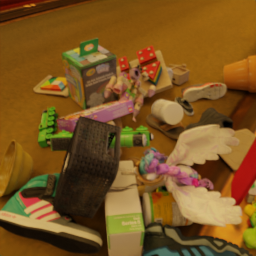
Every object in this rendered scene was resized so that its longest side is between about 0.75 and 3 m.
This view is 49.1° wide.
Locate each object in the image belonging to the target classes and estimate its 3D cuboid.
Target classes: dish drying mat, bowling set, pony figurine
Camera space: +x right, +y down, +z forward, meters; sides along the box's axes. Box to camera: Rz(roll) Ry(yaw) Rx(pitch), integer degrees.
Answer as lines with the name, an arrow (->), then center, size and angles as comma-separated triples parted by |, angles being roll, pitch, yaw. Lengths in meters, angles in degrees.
dish drying mat -> 3.398, 0.882, 7.559 | 0.271, 2.982, 1.145 | 16, 40, 7
bowling set -> -1.018, 0.518, 9.581 | 1.662, 1.282, 2.389 | -11, 13, 15
pony figurine -> 1.293, 1.264, 7.150 | 2.708, 2.806, 2.336 | -1, 73, 5

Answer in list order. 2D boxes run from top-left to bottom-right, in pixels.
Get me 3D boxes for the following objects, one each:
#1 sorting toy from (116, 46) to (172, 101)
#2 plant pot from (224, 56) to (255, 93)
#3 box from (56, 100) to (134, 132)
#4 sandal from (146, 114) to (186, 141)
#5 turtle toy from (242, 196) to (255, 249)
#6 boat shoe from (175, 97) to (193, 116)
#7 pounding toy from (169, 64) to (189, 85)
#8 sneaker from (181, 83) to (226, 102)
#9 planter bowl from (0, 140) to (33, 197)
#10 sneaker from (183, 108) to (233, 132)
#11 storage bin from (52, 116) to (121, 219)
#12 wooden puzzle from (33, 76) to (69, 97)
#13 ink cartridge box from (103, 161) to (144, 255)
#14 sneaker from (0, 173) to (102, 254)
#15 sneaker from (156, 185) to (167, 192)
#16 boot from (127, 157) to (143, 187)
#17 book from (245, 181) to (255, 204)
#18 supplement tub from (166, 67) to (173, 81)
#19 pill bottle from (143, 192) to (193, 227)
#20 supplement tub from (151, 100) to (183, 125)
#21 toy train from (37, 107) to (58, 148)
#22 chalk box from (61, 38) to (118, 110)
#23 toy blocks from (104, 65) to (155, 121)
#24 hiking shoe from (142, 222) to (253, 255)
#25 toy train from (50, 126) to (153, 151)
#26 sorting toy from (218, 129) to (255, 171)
sorting toy -> 0.524, -2.474, 12.565 | 2.335, 0.812, 2.321 | -19, 53, 11
plant pot -> 5.323, -2.450, 13.146 | 1.529, 1.670, 1.670 | -3, 35, 23
box -> -1.161, -0.440, 9.853 | 2.325, 0.455, 1.591 | -21, 13, -29
sandal -> 1.621, -0.141, 10.822 | 2.207, 0.596, 0.886 | 28, 46, 31
turtle toy -> 3.540, 2.496, 7.284 | 1.523, 0.770, 1.110 | -29, 46, -31
boat shoe -> 2.461, -1.053, 12.109 | 0.469, 0.462, 1.302 | -15, 40, -18
pounding toy -> 2.500, -2.771, 14.211 | 1.181, 0.615, 1.344 | 29, 44, 34
sneaker -> 3.420, -1.784, 12.822 | 2.118, 0.816, 0.867 | -6, 32, -9
planter bowl -> -3.373, 1.284, 8.542 | 0.722, 1.734, 1.734 | 18, 27, -32
sneaker -> 2.704, 0.244, 9.674 | 1.163, 0.973, 2.562 | 28, 57, 35
storage bin -> -1.029, 0.993, 6.747 | 1.044, 2.227, 1.505 | 15, 43, -13
wooden puzzle -> -3.432, -2.093, 13.563 | 1.740, 0.324, 1.610 | 11, 39, 13
ink cartridge box -> -0.166, 2.043, 7.138 | 0.836, 1.448, 1.991 | -4, 45, -5
sneaker -> -1.838, 2.140, 7.477 | 2.910, 1.217, 1.757 | 10, 49, 15
sneaker -> 1.063, 1.761, 8.514 | 0.311, 0.340, 0.798 | 32, 36, -21
boot -> 0.189, 1.412, 9.055 | 0.874, 0.330, 0.998 | 9, 43, 26
book -> 4.343, 1.906, 8.284 | 1.744, 0.419, 1.165 | 7, 23, 9
supplement tub -> 1.188, -2.633, 13.629 | 1.774, 1.087, 1.087 | 29, 46, 31
pill bottle -> 1.250, 2.176, 7.571 | 1.638, 0.910, 0.910 | -2, 38, -4
supplement tub -> 1.437, -0.605, 10.458 | 0.821, 0.821, 1.244 | -12, 14, -15
toy train -> -3.131, -0.073, 10.891 | 0.632, 0.468, 2.242 | -14, 38, -1
chalk box -> -1.624, -2.447, 11.961 | 1.742, 2.800, 1.733 | -25, 45, -28
toy blocks -> 0.056, -1.228, 10.756 | 1.673, 1.563, 1.408 | -14, 46, 45
hiking shoe -> 1.581, 3.116, 6.566 | 2.627, 0.977, 1.139 | 10, 60, 14
toy train -> -0.793, 0.347, 7.925 | 2.965, 0.619, 0.836 | -3, 8, 12
sorting toy -> 4.367, 0.692, 9.967 | 2.719, 0.364, 2.026 | -11, 33, -16
